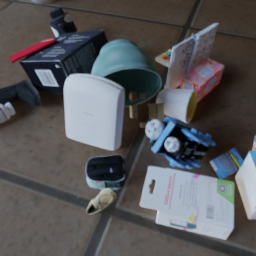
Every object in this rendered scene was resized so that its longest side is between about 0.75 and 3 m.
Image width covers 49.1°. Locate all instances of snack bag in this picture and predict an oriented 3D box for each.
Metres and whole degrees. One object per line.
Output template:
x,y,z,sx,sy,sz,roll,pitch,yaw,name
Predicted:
2.554,-2.781,11.529,2.638,2.487,0.282,-33,60,-26,snack bag

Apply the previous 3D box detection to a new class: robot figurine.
-3.241,-5.001,14.028,1.143,1.832,1.376,-4,34,35,robot figurine

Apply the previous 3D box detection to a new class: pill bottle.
-4.989,-0.495,10.717,1.167,0.655,0.655,-33,56,-27,pill bottle

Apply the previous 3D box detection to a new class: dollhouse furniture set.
0.874,-0.731,10.631,1.585,1.352,0.774,-4,6,-6,dollhouse furniture set

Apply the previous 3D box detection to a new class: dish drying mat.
-3.954,-3.229,11.539,1.944,0.177,0.747,-31,36,-16,dish drying mat

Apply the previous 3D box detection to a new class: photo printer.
-1.151,-0.572,9.483,2.072,2.490,0.865,16,36,13,photo printer

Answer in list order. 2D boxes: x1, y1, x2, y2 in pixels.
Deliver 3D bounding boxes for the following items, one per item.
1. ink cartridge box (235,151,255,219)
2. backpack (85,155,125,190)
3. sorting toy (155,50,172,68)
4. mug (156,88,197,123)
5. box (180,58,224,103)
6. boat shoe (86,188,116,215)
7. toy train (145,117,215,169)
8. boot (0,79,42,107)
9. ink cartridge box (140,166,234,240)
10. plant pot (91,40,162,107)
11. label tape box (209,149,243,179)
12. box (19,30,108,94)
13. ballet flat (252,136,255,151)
4.671,1.656,8.179,2.348,1.509,1.471,-1,48,0,ink cartridge box
-0.735,1.416,8.809,1.205,0.907,1.070,0,48,-9,backpack
2.062,-3.405,13.645,1.056,0.208,1.141,36,57,28,sorting toy
1.876,-0.909,10.943,1.326,1.615,1.293,16,82,25,mug
3.132,-2.043,11.903,0.898,0.973,1.896,35,56,27,box
-0.776,2.110,7.871,0.455,1.261,0.410,45,40,-4,boat shoe
1.522,0.394,8.464,1.621,2.838,1.230,37,102,29,toy train
-4.794,-1.040,11.114,2.265,0.743,1.867,-24,41,-25,boot
1.684,2.130,8.191,2.540,0.855,1.488,11,50,9,ink cartridge box
-0.212,-2.155,10.587,2.636,2.636,1.766,-8,66,-7,plant pot
3.228,1.161,9.104,0.924,0.306,0.662,-25,73,-16,label tape box
-2.462,-2.738,11.619,2.616,1.562,2.660,10,46,38,box
4.598,0.796,9.705,0.470,0.470,1.307,-9,48,-8,ballet flat
